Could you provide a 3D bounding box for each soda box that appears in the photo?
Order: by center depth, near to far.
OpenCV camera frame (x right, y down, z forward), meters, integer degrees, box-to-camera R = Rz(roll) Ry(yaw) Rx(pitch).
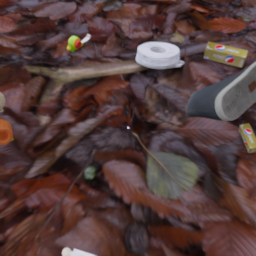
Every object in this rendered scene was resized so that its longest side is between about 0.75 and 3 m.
[{"bbox_3d":[3.320,0.283,7.697,0.272,0.257,0.802,-11,54,4],"label":"soda box"},{"bbox_3d":[3.579,-2.702,10.329,1.452,0.465,0.492,19,53,15],"label":"soda box"}]

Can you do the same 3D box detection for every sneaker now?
[{"bbox_3d":[2.358,-0.910,6.278,2.276,0.851,1.209,-29,16,-25],"label":"sneaker"}]

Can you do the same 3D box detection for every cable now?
[{"bbox_3d":[1.047,-2.559,9.870,1.527,0.529,1.526,-20,43,-28],"label":"cable"}]

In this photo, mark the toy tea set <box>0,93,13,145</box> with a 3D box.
[{"bbox_3d":[-3.556,-0.351,6.765,1.233,2.073,0.767,-16,27,-28],"label":"toy tea set"}]

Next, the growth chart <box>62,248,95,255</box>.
[{"bbox_3d":[-0.999,3.625,4.945,2.087,0.256,2.883,20,52,16],"label":"growth chart"}]

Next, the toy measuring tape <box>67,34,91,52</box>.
[{"bbox_3d":[-1.937,-3.464,10.988,0.518,0.518,1.408,24,53,20],"label":"toy measuring tape"}]
